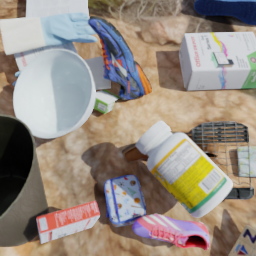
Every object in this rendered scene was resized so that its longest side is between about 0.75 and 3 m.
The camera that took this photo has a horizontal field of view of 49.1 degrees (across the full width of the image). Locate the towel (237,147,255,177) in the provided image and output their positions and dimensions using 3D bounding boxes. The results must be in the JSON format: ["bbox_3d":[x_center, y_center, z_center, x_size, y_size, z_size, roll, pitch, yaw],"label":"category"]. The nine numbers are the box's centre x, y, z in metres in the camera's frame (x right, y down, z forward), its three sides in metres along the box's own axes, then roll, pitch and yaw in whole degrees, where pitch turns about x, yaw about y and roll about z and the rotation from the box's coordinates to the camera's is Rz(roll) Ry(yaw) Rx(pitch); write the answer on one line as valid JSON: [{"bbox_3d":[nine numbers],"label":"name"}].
[{"bbox_3d":[3.166,0.855,7.153,0.690,0.194,0.806,-3,63,16],"label":"towel"}]

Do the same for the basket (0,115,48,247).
[{"bbox_3d":[-2.527,1.358,5.526,1.746,2.567,2.314,20,60,8],"label":"basket"}]

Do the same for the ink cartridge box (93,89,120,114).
[{"bbox_3d":[-0.675,-0.782,8.127,0.623,0.319,0.843,28,29,15],"label":"ink cartridge box"}]

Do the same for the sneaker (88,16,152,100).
[{"bbox_3d":[-0.328,-1.769,7.581,1.030,2.627,0.990,-31,27,7],"label":"sneaker"}]

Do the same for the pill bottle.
[{"bbox_3d":[1.098,0.802,5.891,1.096,1.096,1.944,-39,77,-20],"label":"pill bottle"}]

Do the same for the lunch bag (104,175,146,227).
[{"bbox_3d":[-0.097,1.729,6.599,0.922,0.435,1.151,-11,59,-5],"label":"lunch bag"}]

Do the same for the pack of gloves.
[{"bbox_3d":[-2.061,-2.069,8.208,2.757,0.544,2.316,-11,94,-11],"label":"pack of gloves"}]

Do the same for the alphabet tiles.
[{"bbox_3d":[2.912,2.655,5.370,1.758,0.079,2.104,27,81,44],"label":"alphabet tiles"}]

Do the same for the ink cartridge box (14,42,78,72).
[{"bbox_3d":[-2.519,-2.209,8.664,1.740,0.731,1.270,-20,62,-11],"label":"ink cartridge box"}]

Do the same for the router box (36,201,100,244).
[{"bbox_3d":[-1.241,1.938,5.693,1.136,1.266,0.309,-11,64,-22],"label":"router box"}]

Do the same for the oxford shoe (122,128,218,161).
[{"bbox_3d":[1.099,0.592,7.040,2.486,0.887,0.886,-9,74,-2],"label":"oxford shoe"}]

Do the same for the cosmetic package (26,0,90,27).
[{"bbox_3d":[-2.472,-4.389,9.925,2.039,0.699,2.704,-8,61,-3],"label":"cosmetic package"}]

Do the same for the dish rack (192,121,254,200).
[{"bbox_3d":[2.123,0.753,6.434,1.381,0.491,1.800,-3,85,18],"label":"dish rack"}]

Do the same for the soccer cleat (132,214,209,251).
[{"bbox_3d":[0.893,2.195,5.847,1.603,0.535,0.613,6,19,0],"label":"soccer cleat"}]

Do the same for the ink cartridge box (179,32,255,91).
[{"bbox_3d":[2.756,-2.025,8.448,2.157,0.906,1.562,-2,59,-1],"label":"ink cartridge box"}]

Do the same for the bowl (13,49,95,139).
[{"bbox_3d":[-1.699,-0.777,7.166,2.243,1.008,2.243,-3,81,19],"label":"bowl"}]

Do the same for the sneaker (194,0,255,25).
[{"bbox_3d":[3.875,-4.487,9.788,2.972,1.042,1.158,16,69,10],"label":"sneaker"}]
